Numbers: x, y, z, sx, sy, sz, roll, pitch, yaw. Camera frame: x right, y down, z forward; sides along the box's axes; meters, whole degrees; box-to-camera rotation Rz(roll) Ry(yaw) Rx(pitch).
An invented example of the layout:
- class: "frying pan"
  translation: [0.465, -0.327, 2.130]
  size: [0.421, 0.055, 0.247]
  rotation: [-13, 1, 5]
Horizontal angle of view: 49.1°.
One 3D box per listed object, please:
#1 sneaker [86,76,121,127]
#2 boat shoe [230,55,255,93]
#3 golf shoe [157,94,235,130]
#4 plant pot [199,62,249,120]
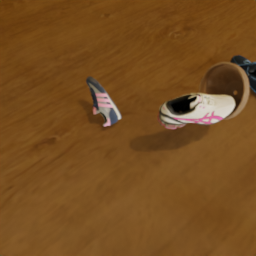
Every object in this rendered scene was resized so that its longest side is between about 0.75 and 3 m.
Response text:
- class: "sneaker"
  translation: [-0.968, -0.850, 9.250]
  size: [0.720, 0.616, 1.756]
  rotation: [-37, 97, -14]
- class: "boat shoe"
  translation: [4.985, -2.119, 10.777]
  size: [1.073, 0.876, 2.551]
  rotation: [-24, 56, -18]
- class: "golf shoe"
  translation: [1.891, -0.513, 7.399]
  size: [2.169, 0.999, 0.787]
  rotation: [-12, 69, -9]
- class: "plant pot"
  translation: [2.952, -1.070, 8.269]
  size: [0.765, 1.658, 1.658]
  rotation: [-2, 47, -32]
